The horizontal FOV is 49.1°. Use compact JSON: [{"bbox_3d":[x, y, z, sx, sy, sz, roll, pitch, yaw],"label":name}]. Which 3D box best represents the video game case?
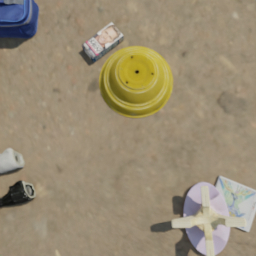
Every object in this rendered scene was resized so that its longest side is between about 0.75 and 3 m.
[{"bbox_3d":[3.526,2.531,9.371,1.513,0.166,1.379,22,82,4],"label":"video game case"}]

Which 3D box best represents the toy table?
[{"bbox_3d":[2.436,2.861,8.607,2.077,1.323,2.259,-17,79,11],"label":"toy table"}]

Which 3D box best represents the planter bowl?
[{"bbox_3d":[0.280,-1.740,9.526,2.666,1.110,2.666,0,82,1],"label":"planter bowl"}]

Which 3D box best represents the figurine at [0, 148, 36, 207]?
[{"bbox_3d":[-4.249,1.823,9.226,1.789,0.790,1.834,-23,81,1],"label":"figurine"}]

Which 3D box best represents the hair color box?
[{"bbox_3d":[-0.908,-3.062,10.061,1.382,0.418,0.691,-39,84,-5],"label":"hair color box"}]

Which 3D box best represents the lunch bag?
[{"bbox_3d":[-4.390,-4.123,9.667,2.249,1.488,1.528,0,82,0],"label":"lunch bag"}]
